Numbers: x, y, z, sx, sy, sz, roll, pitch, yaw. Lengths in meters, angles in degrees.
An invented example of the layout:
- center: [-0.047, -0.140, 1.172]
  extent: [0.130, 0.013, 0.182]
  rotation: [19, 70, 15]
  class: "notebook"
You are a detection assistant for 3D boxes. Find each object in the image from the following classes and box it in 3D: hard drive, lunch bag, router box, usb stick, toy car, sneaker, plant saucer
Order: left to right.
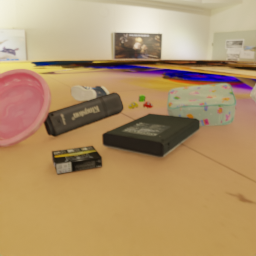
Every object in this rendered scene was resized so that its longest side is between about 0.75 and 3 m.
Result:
- center: [-3.333, -0.557, 8.173]
  extent: [2.460, 2.460, 0.623]
  rotation: [5, -22, 15]
  class: "plant saucer"
- center: [-1.221, 0.736, 6.594]
  extent: [1.042, 0.272, 0.819]
  rotation: [-7, 18, -20]
  class: "router box"
- center: [-1.363, -0.481, 9.168]
  extent: [2.835, 0.786, 0.462]
  rotation: [-22, 14, -34]
  class: "usb stick"
- center: [-1.808, -1.729, 13.929]
  extent: [1.833, 0.738, 1.342]
  rotation: [13, 18, 39]
  class: "sneaker"
- center: [0.521, -1.065, 11.065]
  extent: [1.013, 0.226, 0.953]
  rotation: [-3, -25, -6]
  class: "toy car"
- center: [0.768, 0.102, 8.128]
  extent: [1.838, 0.433, 2.634]
  rotation: [8, 19, 31]
  class: "hard drive"
- center: [2.557, -0.831, 9.802]
  extent: [2.327, 0.897, 1.867]
  rotation: [-2, 30, 12]
  class: "lunch bag"

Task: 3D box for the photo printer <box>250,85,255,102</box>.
- center: [5.966, -1.556, 11.710]
  extent: [1.325, 1.592, 0.553]
  rotation: [34, -10, 1]
  class: "photo printer"
